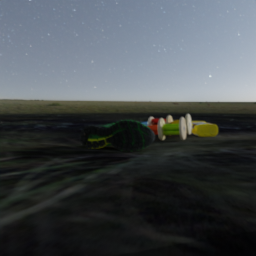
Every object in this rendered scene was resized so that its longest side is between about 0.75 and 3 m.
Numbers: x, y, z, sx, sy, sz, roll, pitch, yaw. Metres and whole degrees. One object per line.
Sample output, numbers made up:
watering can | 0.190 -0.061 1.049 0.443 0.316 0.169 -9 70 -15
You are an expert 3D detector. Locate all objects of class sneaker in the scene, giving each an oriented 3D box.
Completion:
sneaker | -0.284 0.195 9.081 2.482 0.968 1.057 2 5 27

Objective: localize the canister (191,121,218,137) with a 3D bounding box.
canister | 3.401 0.048 13.033 1.067 0.622 1.436 -1 6 -9

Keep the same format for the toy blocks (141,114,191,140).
toy blocks | 1.254 0.000 11.823 2.487 0.903 2.072 -3 7 24
